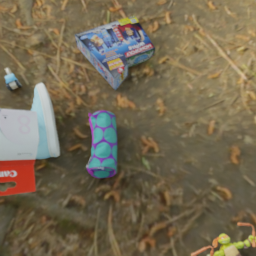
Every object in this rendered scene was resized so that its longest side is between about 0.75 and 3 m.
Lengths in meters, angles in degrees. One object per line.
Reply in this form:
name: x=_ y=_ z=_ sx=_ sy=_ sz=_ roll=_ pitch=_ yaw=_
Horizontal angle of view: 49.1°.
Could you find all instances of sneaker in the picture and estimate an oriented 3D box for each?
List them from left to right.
sneaker: x=-2.817 y=-0.249 z=8.612 sx=1.043 sy=0.941 sz=2.544 roll=-11 pitch=64 yaw=-10

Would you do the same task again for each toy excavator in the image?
toy excavator: x=-4.013 y=-1.712 z=9.572 sx=0.419 sy=0.816 sz=0.839 roll=-24 pitch=95 yaw=-11

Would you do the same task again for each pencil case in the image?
pencil case: x=-0.779 y=0.471 z=8.336 sx=0.879 sy=0.810 sz=1.903 roll=5 pitch=63 yaw=-13

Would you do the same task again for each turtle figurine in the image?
turtle figurine: x=2.576 y=3.359 z=7.052 sx=1.887 sy=0.608 sz=1.522 roll=-17 pitch=73 yaw=-17

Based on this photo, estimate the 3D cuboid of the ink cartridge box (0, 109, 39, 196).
ink cartridge box: x=-3.190 y=0.600 z=7.207 sx=1.774 sy=0.623 sz=2.182 roll=2 pitch=69 yaw=-42

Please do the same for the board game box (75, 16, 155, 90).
board game box: x=-0.356 y=-2.598 z=9.870 sx=2.345 sy=0.723 sz=2.343 roll=-21 pitch=67 yaw=-10
